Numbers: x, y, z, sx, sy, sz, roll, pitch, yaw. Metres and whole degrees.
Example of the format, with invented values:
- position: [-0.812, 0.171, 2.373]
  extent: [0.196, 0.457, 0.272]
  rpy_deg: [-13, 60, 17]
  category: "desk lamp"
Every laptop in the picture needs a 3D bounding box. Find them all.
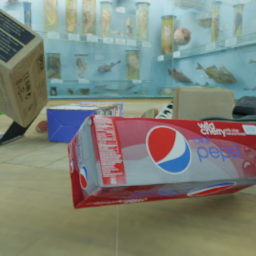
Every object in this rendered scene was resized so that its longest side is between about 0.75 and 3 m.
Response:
- position: [-4.108, -0.137, 9.266]
  extent: [2.034, 1.179, 1.904]
  rpy_deg: [4, 8, 4]
  category: "laptop"

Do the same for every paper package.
- position: [2.395, -0.485, 9.250]
  extent: [1.817, 1.732, 0.940]
  rpy_deg: [2, 15, -3]
  category: "paper package"

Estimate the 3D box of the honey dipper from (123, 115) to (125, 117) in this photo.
- position: [-1.135, -0.580, 14.968]
  extent: [2.058, 0.391, 0.391]
  rpy_deg: [-1, 8, -21]
  category: "honey dipper"

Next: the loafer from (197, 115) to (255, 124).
- position: [2.078, 0.334, 6.218]
  extent: [0.913, 1.043, 2.904]
  rpy_deg: [-41, 15, -28]
  category: "loafer"

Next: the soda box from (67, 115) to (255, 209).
- position: [0.681, 0.487, 4.041]
  extent: [2.900, 0.920, 1.015]
  rpy_deg: [3, -28, -27]
  category: "soda box"

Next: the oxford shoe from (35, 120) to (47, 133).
- position: [-3.401, -0.035, 11.486]
  extent: [0.510, 0.489, 1.382]
  rpy_deg: [-38, 1, 24]
  category: "oxford shoe"

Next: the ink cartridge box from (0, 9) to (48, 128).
- position: [-2.634, -1.270, 5.409]
  extent: [2.011, 0.917, 2.440]
  rpy_deg: [35, -25, 1]
  category: "ink cartridge box"

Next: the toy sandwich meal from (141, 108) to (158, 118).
- position: [0.839, -0.417, 11.879]
  extent: [1.023, 1.023, 0.350]
  rpy_deg: [9, -17, 45]
  category: "toy sandwich meal"

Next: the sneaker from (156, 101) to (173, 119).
- position: [1.500, -0.445, 10.822]
  extent: [0.953, 0.961, 2.653]
  rpy_deg: [16, 36, 36]
  category: "sneaker"

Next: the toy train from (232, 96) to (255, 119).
- position: [3.659, 0.013, 6.700]
  extent: [1.050, 1.404, 2.463]
  rpy_deg: [-44, 36, -23]
  category: "toy train"

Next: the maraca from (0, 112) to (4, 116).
- position: [-3.892, -0.807, 9.451]
  extent: [1.805, 0.966, 1.238]
  rpy_deg: [-15, 42, -17]
  category: "maraca"

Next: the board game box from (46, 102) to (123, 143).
- position: [-1.435, -0.247, 9.974]
  extent: [1.853, 1.126, 2.324]
  rpy_deg: [3, 11, 20]
  category: "board game box"
